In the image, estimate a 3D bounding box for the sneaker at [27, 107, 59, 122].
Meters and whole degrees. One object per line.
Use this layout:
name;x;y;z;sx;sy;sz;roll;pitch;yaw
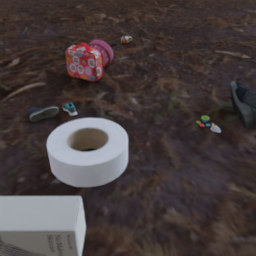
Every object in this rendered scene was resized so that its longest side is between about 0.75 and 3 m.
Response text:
sneaker;-3.164;-0.631;10.371;1.090;0.408;0.579;-19;40;-24

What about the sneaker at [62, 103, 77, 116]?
sneaker;-2.229;-0.808;10.651;0.347;0.408;0.894;-24;40;-32

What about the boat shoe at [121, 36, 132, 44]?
boat shoe;-0.112;-5.689;18.099;0.361;0.411;1.155;15;31;17

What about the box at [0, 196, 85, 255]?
box;-2.247;2.060;5.722;2.609;1.072;0.892;-1;34;1

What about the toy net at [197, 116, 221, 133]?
toy net;2.837;-0.105;9.794;0.480;0.177;0.915;-18;38;-25

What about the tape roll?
tape roll;-1.133;0.627;8.104;2.301;0.805;2.301;0;33;0

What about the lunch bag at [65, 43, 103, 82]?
lunch bag;-2.059;-3.101;12.995;1.871;1.648;0.766;18;38;26

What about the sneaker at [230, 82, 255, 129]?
sneaker;4.560;-0.991;10.220;1.374;0.917;2.400;-14;36;9

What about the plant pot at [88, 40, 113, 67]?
plant pot;-1.629;-3.479;13.998;1.396;1.396;1.249;14;51;21
